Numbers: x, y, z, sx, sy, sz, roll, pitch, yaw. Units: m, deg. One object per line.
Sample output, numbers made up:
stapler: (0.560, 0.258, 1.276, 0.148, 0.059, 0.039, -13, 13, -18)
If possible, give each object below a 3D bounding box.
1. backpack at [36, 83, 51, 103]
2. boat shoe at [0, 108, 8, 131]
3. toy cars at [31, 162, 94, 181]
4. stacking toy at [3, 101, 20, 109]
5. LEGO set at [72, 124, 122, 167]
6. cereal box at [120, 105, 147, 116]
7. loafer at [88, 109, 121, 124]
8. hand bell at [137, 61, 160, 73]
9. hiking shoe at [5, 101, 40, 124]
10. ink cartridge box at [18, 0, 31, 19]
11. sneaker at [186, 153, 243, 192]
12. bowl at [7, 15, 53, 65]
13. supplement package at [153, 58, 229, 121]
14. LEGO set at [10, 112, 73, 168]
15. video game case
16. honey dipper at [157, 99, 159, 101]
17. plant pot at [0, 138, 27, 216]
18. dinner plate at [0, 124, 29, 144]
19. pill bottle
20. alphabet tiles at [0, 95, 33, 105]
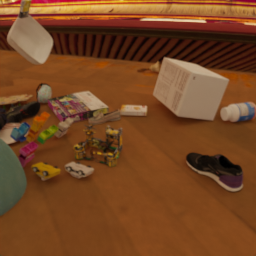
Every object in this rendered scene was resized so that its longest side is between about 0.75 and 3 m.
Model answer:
backpack: (-3.937, -1.575, 13.143, 0.626, 0.825, 0.989, 1, 30, -1)
boat shoe: (-5.793, -0.099, 10.175, 2.815, 1.051, 1.305, -4, 17, -1)
toy cars: (-1.903, 1.300, 8.147, 1.786, 0.395, 0.801, 0, 16, -9)
stacking toy: (-5.348, -1.091, 12.880, 0.731, 0.228, 0.969, -12, 32, -19)
LEGO set: (-0.930, 0.433, 9.014, 1.710, 0.991, 1.315, 15, 33, 22)
cereal box: (0.248, -0.760, 12.171, 1.116, 0.221, 0.803, 1, 23, 4)
loafer: (-0.970, -0.484, 11.461, 1.371, 0.431, 0.493, -11, 30, -19)
hand bell: (1.259, -3.688, 17.520, 1.415, 0.737, 0.737, -5, 26, 15)
hiking shoe: (-4.482, -0.755, 11.692, 0.867, 0.652, 1.722, 22, 35, 24)
ink cartridge box: (-4.649, -5.453, 12.778, 0.195, 0.820, 0.829, 28, 33, 2)
sneaker: (2.505, 1.005, 8.139, 0.710, 0.821, 1.875, -29, 38, -30)
bowl: (-4.771, -4.181, 13.504, 0.770, 2.062, 2.059, -16, 48, 34)
supplement package: (2.528, -1.675, 11.851, 1.819, 1.806, 2.397, 5, 24, -24)
LEGO set: (-3.140, 0.327, 9.509, 1.038, 1.116, 2.720, 38, 30, 4)
video game case: (-2.245, -0.945, 12.357, 2.048, 0.405, 2.259, -15, 31, -26)
honey dipper: (1.676, -1.532, 13.773, 0.177, 0.177, 0.931, 13, 26, 23)
plant pot: (-4.186, 0.963, 7.202, 2.746, 1.849, 2.746, 1, 27, 0)
dinner plate: (-4.480, 0.271, 10.294, 1.606, 0.195, 1.606, 0, 27, 0)
pill bottle: (4.479, -0.627, 11.421, 1.300, 0.730, 0.730, -7, 29, -13)
alphabet tiles: (-5.499, -1.235, 12.554, 2.184, 0.069, 1.817, -6, 17, -1)
